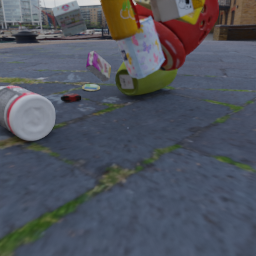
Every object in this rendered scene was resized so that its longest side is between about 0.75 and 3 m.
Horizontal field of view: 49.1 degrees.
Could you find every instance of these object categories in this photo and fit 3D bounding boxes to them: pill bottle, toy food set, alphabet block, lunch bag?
[{"bbox_3d":[-3.210,-0.533,8.136,1.262,1.262,2.280,-19,28,-40],"label":"pill bottle"},{"bbox_3d":[0.221,-1.759,3.665,1.804,0.812,0.861,-33,25,-33],"label":"toy food set"},{"bbox_3d":[0.847,-2.651,5.357,0.964,0.959,0.982,3,24,-39],"label":"alphabet block"},{"bbox_3d":[0.250,-1.962,6.885,0.916,1.222,1.441,-13,24,22],"label":"lunch bag"}]

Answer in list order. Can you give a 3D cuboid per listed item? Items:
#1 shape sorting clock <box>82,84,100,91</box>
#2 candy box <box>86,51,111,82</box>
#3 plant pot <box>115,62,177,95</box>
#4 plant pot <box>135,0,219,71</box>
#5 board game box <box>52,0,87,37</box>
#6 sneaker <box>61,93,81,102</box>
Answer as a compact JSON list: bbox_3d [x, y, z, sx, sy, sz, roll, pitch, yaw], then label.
[{"bbox_3d":[-1.734,-1.893,13.162,0.817,0.160,0.817,4,24,-2],"label":"shape sorting clock"},{"bbox_3d":[-0.956,-2.016,9.200,0.268,0.600,0.879,-14,-32,32],"label":"candy box"},{"bbox_3d":[0.584,-2.360,12.039,2.267,2.267,2.423,13,36,31],"label":"plant pot"},{"bbox_3d":[1.189,-3.090,8.434,2.391,2.391,2.177,20,72,41],"label":"plant pot"},{"bbox_3d":[-2.099,-3.939,10.194,0.904,0.394,1.225,-19,-16,-2],"label":"board game box"},{"bbox_3d":[-2.318,-1.218,11.259,0.813,0.287,0.397,-7,23,-23],"label":"sneaker"}]
